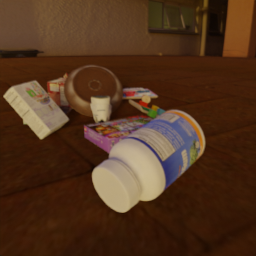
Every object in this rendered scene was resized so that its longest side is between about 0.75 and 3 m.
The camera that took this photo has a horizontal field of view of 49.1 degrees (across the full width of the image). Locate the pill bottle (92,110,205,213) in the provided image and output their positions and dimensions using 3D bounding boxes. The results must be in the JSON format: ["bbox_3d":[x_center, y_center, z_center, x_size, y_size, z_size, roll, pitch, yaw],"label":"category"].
[{"bbox_3d":[0.460,0.671,5.945,1.356,1.356,2.420,16,37,40],"label":"pill bottle"}]

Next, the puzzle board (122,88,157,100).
[{"bbox_3d":[-0.060,-1.990,16.013,2.991,0.260,2.254,-3,19,-10],"label":"puzzle board"}]

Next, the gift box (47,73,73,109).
[{"bbox_3d":[-2.874,-1.771,13.411,1.422,1.541,1.439,11,19,15],"label":"gift box"}]

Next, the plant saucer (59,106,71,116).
[{"bbox_3d":[-2.930,-0.556,11.445,1.262,0.231,1.262,-8,24,4],"label":"plant saucer"}]

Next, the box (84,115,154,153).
[{"bbox_3d":[0.001,0.118,9.249,2.436,0.476,1.667,-12,21,-32],"label":"box"}]

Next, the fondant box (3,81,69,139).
[{"bbox_3d":[-3.107,-0.661,9.667,0.547,1.879,1.356,-37,5,23],"label":"fondant box"}]

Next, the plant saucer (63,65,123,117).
[{"bbox_3d":[-1.454,-1.747,12.117,2.622,2.622,0.480,-6,-24,-17],"label":"plant saucer"}]

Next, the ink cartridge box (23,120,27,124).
[{"bbox_3d":[-3.557,-0.451,10.615,0.632,0.364,0.866,-3,21,-4],"label":"ink cartridge box"}]

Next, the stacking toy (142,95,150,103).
[{"bbox_3d":[0.880,-1.517,14.470,0.427,0.427,1.000,-1,11,-2],"label":"stacking toy"}]

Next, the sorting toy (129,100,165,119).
[{"bbox_3d":[0.899,-0.704,10.844,1.545,0.374,2.744,22,8,-24],"label":"sorting toy"}]

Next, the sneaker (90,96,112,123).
[{"bbox_3d":[-1.016,-0.527,10.234,0.815,0.952,2.186,-2,-7,0],"label":"sneaker"}]
